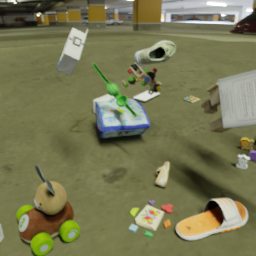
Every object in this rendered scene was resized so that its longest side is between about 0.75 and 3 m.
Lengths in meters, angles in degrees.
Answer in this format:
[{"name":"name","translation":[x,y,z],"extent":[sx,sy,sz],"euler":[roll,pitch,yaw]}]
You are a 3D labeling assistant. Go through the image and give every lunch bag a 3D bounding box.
[{"name":"lunch bag","translation":[-0.326,-0.349,12.245],"extent":[2.029,1.521,2.386],"euler":[-6,17,-12]}]

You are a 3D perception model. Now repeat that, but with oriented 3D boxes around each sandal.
[{"name":"sandal","translation":[2.356,2.375,7.600],"extent":[2.292,0.657,0.878],"euler":[-12,28,-23]}]

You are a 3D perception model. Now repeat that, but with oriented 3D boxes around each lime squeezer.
[{"name":"lime squeezer","translation":[-0.520,-1.319,10.789],"extent":[2.739,0.517,0.967],"euler":[52,15,16]}]

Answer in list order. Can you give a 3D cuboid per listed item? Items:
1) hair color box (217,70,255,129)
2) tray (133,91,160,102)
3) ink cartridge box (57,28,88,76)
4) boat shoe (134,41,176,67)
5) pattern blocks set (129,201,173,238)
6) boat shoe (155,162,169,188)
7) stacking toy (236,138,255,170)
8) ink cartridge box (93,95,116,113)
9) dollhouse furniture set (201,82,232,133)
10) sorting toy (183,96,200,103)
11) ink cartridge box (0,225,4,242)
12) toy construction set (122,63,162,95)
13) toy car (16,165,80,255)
[{"name":"hair color box","translation":[3.478,-0.758,6.449],"extent":[0.792,1.293,2.611],"euler":[-4,-3,-41]},{"name":"tray","translation":[1.129,-1.891,16.924],"extent":[0.905,0.187,1.686],"euler":[19,32,32]},{"name":"ink cartridge box","translation":[-1.771,-2.511,8.930],"extent":[0.492,0.855,1.477],"euler":[21,54,-19]},{"name":"boat shoe","translation":[1.192,-2.763,10.496],"extent":[0.688,0.798,2.217],"euler":[4,28,46]},{"name":"pattern blocks set","translation":[0.629,2.525,7.925],"extent":[1.197,0.110,1.362],"euler":[8,27,16]},{"name":"boat shoe","translation":[1.164,1.536,9.573],"extent":[0.420,0.448,1.215],"euler":[10,28,8]},{"name":"stacking toy","translation":[5.209,1.106,10.388],"extent":[2.231,0.524,1.682],"euler":[13,29,24]},{"name":"ink cartridge box","translation":[-0.729,-1.071,14.552],"extent":[1.846,0.777,1.334],"euler":[20,32,35]},{"name":"dollhouse furniture set","translation":[2.955,-0.871,9.168],"extent":[1.992,1.252,2.252],"euler":[8,-21,-21]},{"name":"sorting toy","translation":[3.773,-1.711,16.604],"extent":[0.777,0.142,0.720],"euler":[-18,31,-33]},{"name":"ink cartridge box","translation":[-3.755,2.880,6.716],"extent":[0.893,0.520,1.235],"euler":[4,26,8]},{"name":"toy construction set","translation":[0.903,-2.333,12.464],"extent":[1.518,1.399,1.820],"euler":[5,63,36]},{"name":"toy car","translation":[-2.146,1.928,7.174],"extent":[1.444,1.830,1.503],"euler":[-17,31,-31]}]
